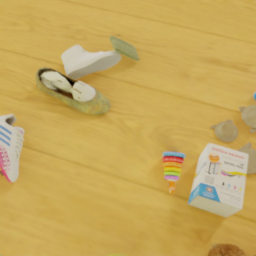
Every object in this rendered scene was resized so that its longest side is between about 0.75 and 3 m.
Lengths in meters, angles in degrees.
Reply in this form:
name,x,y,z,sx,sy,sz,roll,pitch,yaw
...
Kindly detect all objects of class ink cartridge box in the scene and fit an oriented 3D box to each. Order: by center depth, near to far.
name,x,y,z,sx,sy,sz,roll,pitch,yaw
ink cartridge box,2.570,1.493,8.007,1.191,1.170,1.617,17,62,7

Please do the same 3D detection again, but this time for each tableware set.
name,x,y,z,sx,sy,sz,roll,pitch,yaw
tableware set,4.008,0.353,9.164,1.947,0.270,2.331,-19,66,-7

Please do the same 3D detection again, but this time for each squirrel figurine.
name,x,y,z,sx,sy,sz,roll,pitch,yaw
squirrel figurine,2.894,3.631,6.778,2.020,1.429,1.885,41,62,17

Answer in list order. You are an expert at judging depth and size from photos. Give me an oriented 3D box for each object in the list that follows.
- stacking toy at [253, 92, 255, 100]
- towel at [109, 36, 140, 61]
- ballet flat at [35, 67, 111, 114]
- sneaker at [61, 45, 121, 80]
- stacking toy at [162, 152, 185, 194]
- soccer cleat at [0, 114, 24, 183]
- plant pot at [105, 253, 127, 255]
name,x,y,z,sx,sy,sz,roll,pitch,yaw
stacking toy,4.959,-1.196,10.004,0.813,0.446,0.472,-16,59,-22
towel,-0.128,-3.009,10.664,1.228,0.224,0.911,15,41,-35
ballet flat,-1.984,-1.334,9.715,2.919,1.032,1.032,24,64,12
sneaker,-1.451,-2.736,10.586,2.166,0.798,1.252,-20,66,-10
stacking toy,1.339,1.381,8.488,0.678,0.717,1.236,4,75,5
soccer cleat,-3.683,0.525,8.766,1.019,0.825,2.361,-22,64,-14
plant pot,-0.270,3.855,6.483,2.014,2.014,1.430,-7,31,-4
